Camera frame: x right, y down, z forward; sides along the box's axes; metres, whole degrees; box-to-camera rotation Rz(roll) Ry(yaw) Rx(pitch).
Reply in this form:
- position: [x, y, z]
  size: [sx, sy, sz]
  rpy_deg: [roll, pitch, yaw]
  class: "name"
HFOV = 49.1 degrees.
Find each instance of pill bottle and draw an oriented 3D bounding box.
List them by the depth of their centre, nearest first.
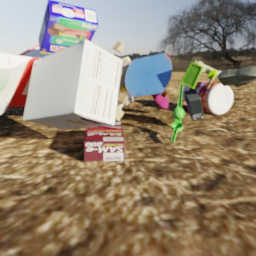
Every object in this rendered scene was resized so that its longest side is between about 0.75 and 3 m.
- position: [3.477, -1.421, 12.685]
  size: [1.314, 1.314, 2.326]
  rpy_deg: [-5, 15, -20]
  class: "pill bottle"

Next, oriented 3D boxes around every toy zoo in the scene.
- position: [-0.655, -1.641, 11.569]
  size: [1.709, 2.605, 0.267]
  rpy_deg: [-15, -32, 21]
  class: "toy zoo"

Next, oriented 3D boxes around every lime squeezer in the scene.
- position: [1.456, -0.347, 8.435]
  size: [0.381, 2.018, 0.713]
  rpy_deg: [-1, -30, 29]
  class: "lime squeezer"

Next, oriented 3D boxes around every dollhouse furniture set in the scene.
- position: [2.483, -1.781, 9.600]
  size: [0.967, 0.747, 1.936]
  rpy_deg: [32, 23, 19]
  class: "dollhouse furniture set"
- position: [-0.695, -2.175, 10.661]
  size: [2.539, 2.977, 1.453]
  rpy_deg: [30, -6, 40]
  class: "dollhouse furniture set"

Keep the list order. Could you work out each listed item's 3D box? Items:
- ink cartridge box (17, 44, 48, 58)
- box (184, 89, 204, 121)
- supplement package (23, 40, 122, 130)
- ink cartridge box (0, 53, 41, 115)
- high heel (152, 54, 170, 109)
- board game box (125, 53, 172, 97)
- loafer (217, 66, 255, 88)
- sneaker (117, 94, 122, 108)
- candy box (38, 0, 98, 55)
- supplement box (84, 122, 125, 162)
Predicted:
- position: [-3.279, -1.704, 10.495]
  size: [1.988, 1.157, 2.729]
  rpy_deg: [-30, -11, -5]
  class: "ink cartridge box"
- position: [2.213, -0.790, 9.465]
  size: [0.413, 0.739, 1.047]
  rpy_deg: [-11, 23, 6]
  class: "box"
- position: [-1.401, -0.911, 6.905]
  size: [2.148, 1.673, 1.191]
  rpy_deg: [-4, -16, 42]
  class: "supplement package"
- position: [-3.262, -1.013, 7.538]
  size: [2.663, 2.143, 0.667]
  rpy_deg: [0, 56, -42]
  class: "ink cartridge box"
- position: [1.418, -1.729, 10.943]
  size: [1.160, 2.413, 0.813]
  rpy_deg: [-10, 43, 28]
  class: "high heel"
- position: [0.769, -1.815, 10.069]
  size: [1.875, 1.481, 0.365]
  rpy_deg: [-5, -14, 32]
  class: "board game box"
- position: [3.409, -1.496, 8.407]
  size: [1.412, 0.492, 0.531]
  rpy_deg: [6, 44, 45]
  class: "loafer"
- position: [-1.224, -1.444, 12.525]
  size: [2.392, 0.873, 0.923]
  rpy_deg: [31, 11, 29]
  class: "sneaker"
- position: [-1.644, -2.542, 7.498]
  size: [1.254, 0.571, 1.483]
  rpy_deg: [2, -24, -26]
  class: "candy box"
- position: [-0.619, 0.321, 7.369]
  size: [0.988, 0.553, 1.816]
  rpy_deg: [-1, 16, -5]
  class: "supplement box"
